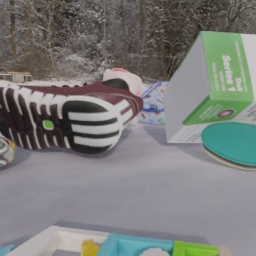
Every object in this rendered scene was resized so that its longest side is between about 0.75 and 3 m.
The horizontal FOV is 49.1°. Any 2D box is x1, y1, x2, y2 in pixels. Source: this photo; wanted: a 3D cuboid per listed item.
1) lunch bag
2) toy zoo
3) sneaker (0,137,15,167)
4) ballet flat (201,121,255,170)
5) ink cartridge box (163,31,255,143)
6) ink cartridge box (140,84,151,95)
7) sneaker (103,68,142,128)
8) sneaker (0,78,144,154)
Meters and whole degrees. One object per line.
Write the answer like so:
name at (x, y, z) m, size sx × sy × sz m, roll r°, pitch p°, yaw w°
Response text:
lunch bag at (1.096, -0.929, 9.989) m, size 1.643 × 0.775 × 2.050 m, roll 14°, pitch 44°, yaw 40°
toy zoo at (-0.173, 0.814, 1.415) m, size 1.403 × 0.144 × 0.920 m, roll 2°, pitch 8°, yaw 13°
sneaker at (-2.405, 0.284, 3.970) m, size 1.830 × 0.712 × 0.752 m, roll 14°, pitch 8°, yaw 24°
ballet flat at (2.000, 0.360, 3.818) m, size 2.060 × 0.695 × 0.642 m, roll 9°, pitch -20°, yaw 39°
ink cartridge box at (2.205, -0.517, 4.860) m, size 2.731 × 1.147 × 1.978 m, roll 1°, pitch -20°, yaw -10°
ink cartridge box at (1.286, -1.189, 11.723) m, size 2.909 × 0.610 × 1.736 m, roll 19°, pitch 25°, yaw 11°
sneaker at (-0.277, -0.763, 7.663) m, size 1.065 × 1.479 × 2.829 m, roll 7°, pitch -4°, yaw -12°
sneaker at (-1.050, -0.357, 5.094) m, size 2.969 × 1.123 × 1.715 m, roll 11°, pitch 28°, yaw 30°
